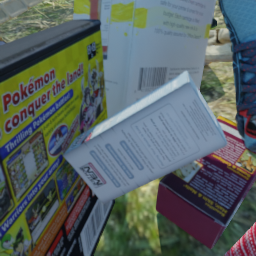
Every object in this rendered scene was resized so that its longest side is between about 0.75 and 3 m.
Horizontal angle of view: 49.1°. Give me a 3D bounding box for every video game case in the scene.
[{"bbox_3d":[-0.732,0.621,2.368,0.359,2.542,2.813,5,29,13],"label":"video game case"}]

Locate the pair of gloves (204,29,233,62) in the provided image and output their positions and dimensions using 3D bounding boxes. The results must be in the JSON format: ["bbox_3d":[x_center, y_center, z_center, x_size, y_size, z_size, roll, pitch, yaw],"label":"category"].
[{"bbox_3d":[2.532,-1.859,6.008,2.387,0.492,2.807,5,26,21],"label":"pair of gloves"}]

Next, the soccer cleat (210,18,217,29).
[{"bbox_3d":[2.189,-4.266,10.619,2.399,0.972,0.810,14,47,14],"label":"soccer cleat"}]

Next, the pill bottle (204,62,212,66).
[{"bbox_3d":[2.019,-2.223,8.749,1.291,0.751,0.751,-20,49,-19],"label":"pill bottle"}]

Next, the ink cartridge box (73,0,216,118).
[{"bbox_3d":[0.304,-1.497,4.426,1.236,2.964,2.151,21,22,36],"label":"ink cartridge box"}]

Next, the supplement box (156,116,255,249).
[{"bbox_3d":[1.706,0.937,5.446,1.255,0.974,2.274,31,53,27],"label":"supplement box"}]

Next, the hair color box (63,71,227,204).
[{"bbox_3d":[0.113,0.107,2.209,1.121,0.555,0.340,-30,17,20],"label":"hair color box"}]

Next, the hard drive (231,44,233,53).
[{"bbox_3d":[2.556,-1.526,3.593,2.233,1.558,0.367,25,42,33],"label":"hard drive"}]

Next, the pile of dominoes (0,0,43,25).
[{"bbox_3d":[-2.411,-2.203,3.993,0.348,1.703,2.184,-22,27,33],"label":"pile of dominoes"}]

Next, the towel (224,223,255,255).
[{"bbox_3d":[0.566,0.862,1.324,0.097,0.858,0.621,4,50,1],"label":"towel"}]

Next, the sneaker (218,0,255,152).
[{"bbox_3d":[1.686,-0.365,2.842,1.371,2.871,1.138,-41,16,-27],"label":"sneaker"}]

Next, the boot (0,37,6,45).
[{"bbox_3d":[-3.303,-1.202,5.250,1.112,0.857,2.294,33,64,10],"label":"boot"}]
